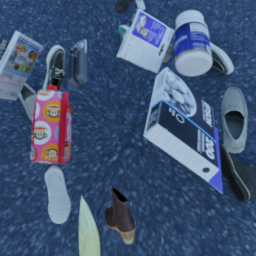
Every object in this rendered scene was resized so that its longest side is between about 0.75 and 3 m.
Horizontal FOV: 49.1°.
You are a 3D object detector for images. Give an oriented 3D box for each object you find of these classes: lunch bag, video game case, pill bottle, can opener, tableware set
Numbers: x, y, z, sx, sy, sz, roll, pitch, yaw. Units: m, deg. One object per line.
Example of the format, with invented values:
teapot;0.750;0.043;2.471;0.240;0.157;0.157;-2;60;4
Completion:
lunch bag;-2.283;-0.090;8.511;1.099;2.682;2.362;2;83;-11
video game case;-3.572;-1.880;8.906;0.189;1.499;2.093;30;95;8
pill bottle;2.087;-2.799;9.218;1.146;1.146;1.980;1;64;1
can opener;-1.652;-2.228;9.874;0.679;0.852;2.547;-24;45;16
tableware set;1.283;-2.812;10.174;0.704;0.843;0.098;-59;38;12

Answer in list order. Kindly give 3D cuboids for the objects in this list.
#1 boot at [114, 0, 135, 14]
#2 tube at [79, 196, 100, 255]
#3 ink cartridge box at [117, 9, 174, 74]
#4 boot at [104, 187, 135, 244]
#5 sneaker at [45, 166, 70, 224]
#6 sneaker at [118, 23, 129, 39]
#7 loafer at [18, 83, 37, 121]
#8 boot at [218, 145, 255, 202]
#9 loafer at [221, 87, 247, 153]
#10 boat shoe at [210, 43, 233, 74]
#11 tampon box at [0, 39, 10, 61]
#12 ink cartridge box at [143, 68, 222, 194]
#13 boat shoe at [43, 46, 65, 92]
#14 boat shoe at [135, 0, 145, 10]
boot;0.057;-4.726;9.968;0.447;1.124;1.292;44;86;-11
tube;-0.985;2.722;7.095;0.652;2.246;0.583;18;43;16
ink cartridge box;0.579;-2.702;8.943;0.334;1.541;1.527;34;105;55
boot;-0.284;2.226;7.742;0.593;1.363;1.638;-14;19;-23
sneaker;-1.931;1.830;7.745;0.603;0.635;1.578;-5;94;-14
sneaker;0.594;-4.554;13.684;2.197;0.852;1.002;40;65;18
loafer;-3.995;-0.978;11.686;0.819;0.817;2.342;-34;67;-17
boot;4.316;1.484;10.443;1.475;0.826;2.133;-17;76;-14
loafer;3.766;-0.428;9.843;0.938;0.936;2.684;0;58;14
boat shoe;3.547;-3.375;12.965;0.939;1.042;2.948;-37;66;-5
tampon box;-3.822;-2.350;8.962;0.475;0.564;0.752;27;97;30
ink cartridge box;1.791;-0.030;7.746;2.789;0.605;2.763;37;38;-18
boat shoe;-2.304;-1.764;9.076;0.605;1.712;0.545;-7;30;-46
boat shoe;0.636;-6.773;15.153;0.365;0.324;0.992;-21;63;-11
